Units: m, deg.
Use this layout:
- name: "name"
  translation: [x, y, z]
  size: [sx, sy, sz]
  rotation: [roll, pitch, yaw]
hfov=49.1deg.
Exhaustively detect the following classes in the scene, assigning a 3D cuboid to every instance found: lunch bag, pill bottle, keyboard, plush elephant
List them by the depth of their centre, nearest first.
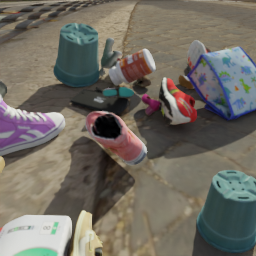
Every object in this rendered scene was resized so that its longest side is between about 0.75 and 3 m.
- name: "lunch bag"
  translation: [3.690, -1.524, 10.097]
  size: [2.044, 1.532, 2.404]
  rotation: [-19, 65, -24]
- name: "keyboard"
  translation: [-0.947, -0.931, 10.301]
  size: [2.281, 0.452, 1.187]
  rotation: [18, 49, 32]
- name: "pill bottle"
  translation: [0.149, -2.484, 11.744]
  size: [1.807, 1.014, 1.014]
  rotation: [-22, 24, 20]
- name: "plush elephant"
  translation: [-0.488, -2.995, 12.949]
  size: [1.338, 1.728, 1.423]
  rotation: [6, 36, -36]

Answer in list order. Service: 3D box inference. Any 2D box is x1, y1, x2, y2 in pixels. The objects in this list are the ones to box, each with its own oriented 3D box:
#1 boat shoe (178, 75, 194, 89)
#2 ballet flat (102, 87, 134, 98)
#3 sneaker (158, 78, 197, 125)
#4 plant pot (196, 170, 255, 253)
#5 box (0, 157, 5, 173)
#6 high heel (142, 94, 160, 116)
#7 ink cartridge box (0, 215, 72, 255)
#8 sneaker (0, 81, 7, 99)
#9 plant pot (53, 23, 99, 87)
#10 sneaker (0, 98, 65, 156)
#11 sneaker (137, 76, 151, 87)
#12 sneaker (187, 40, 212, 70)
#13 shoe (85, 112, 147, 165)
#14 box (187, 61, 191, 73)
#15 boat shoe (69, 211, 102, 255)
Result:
- name: "boat shoe"
  translation: [2.579, -1.948, 11.985]
  size: [0.395, 0.404, 1.140]
  rotation: [-5, 32, -24]
- name: "ballet flat"
  translation: [-0.364, -1.246, 9.879]
  size: [1.098, 0.395, 0.395]
  rotation: [-2, 30, -8]
- name: "sneaker"
  translation: [1.687, -0.891, 9.632]
  size: [1.126, 1.022, 2.653]
  rotation: [1, 35, -5]
- name: "plant pot"
  translation: [1.951, 1.497, 5.307]
  size: [1.159, 1.135, 1.159]
  rotation: [0, 29, 0]
- name: "box"
  translation: [-4.189, 1.542, 6.031]
  size: [2.176, 0.283, 2.661]
  rotation: [-2, 30, -1]
- name: "high heel"
  translation: [0.845, -0.955, 9.826]
  size: [0.430, 0.613, 1.276]
  rotation: [34, 27, -28]
- name: "ink cartridge box"
  translation: [-2.215, 2.260, 4.620]
  size: [2.237, 0.560, 1.800]
  rotation: [2, 30, 1]
- name: "sneaker"
  translation: [-5.699, -1.434, 10.782]
  size: [2.150, 0.760, 1.066]
  rotation: [8, 29, 3]
- name: "plant pot"
  translation: [-2.097, -3.122, 11.764]
  size: [2.033, 1.991, 2.033]
  rotation: [7, 50, -8]
- name: "sneaker"
  translation: [-3.078, -0.259, 7.881]
  size: [2.797, 1.595, 1.014]
  rotation: [-24, 37, -37]
- name: "sneaker"
  translation: [0.549, -2.106, 12.188]
  size: [0.463, 0.432, 1.227]
  rotation: [-22, 29, -11]
- name: "sneaker"
  translation: [3.700, -2.753, 12.479]
  size: [1.187, 1.117, 2.898]
  rotation: [-2, 52, -31]
- name: "shoe"
  translation: [-0.611, -0.043, 7.583]
  size: [0.934, 1.189, 2.615]
  rotation: [-46, 44, -7]
- name: "box"
  translation: [3.552, -2.865, 13.553]
  size: [1.194, 0.369, 1.496]
  rotation: [3, 30, 2]
- name: "boat shoe"
  translation: [-0.722, 2.151, 4.818]
  size: [0.547, 0.610, 1.648]
  rotation: [11, 31, -7]
